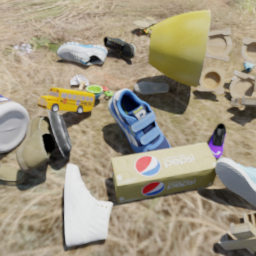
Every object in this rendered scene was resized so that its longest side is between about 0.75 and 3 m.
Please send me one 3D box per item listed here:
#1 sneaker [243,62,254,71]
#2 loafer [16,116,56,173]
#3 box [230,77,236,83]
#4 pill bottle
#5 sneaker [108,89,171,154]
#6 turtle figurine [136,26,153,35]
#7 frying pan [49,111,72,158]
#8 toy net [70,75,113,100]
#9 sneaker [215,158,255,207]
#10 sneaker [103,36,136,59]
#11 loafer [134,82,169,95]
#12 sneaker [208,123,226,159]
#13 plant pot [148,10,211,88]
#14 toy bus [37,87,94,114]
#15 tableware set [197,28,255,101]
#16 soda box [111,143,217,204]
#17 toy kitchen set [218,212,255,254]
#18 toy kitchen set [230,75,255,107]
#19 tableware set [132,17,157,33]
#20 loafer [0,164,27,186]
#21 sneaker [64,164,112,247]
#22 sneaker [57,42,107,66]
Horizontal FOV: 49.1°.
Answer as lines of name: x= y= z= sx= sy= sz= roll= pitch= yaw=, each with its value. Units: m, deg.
sneaker: x=5.303 y=-2.671 z=12.354 sx=0.933 sy=0.382 sz=0.345 roll=0 pitch=2 yaw=-44
loafer: x=-2.669 y=0.429 z=8.709 sx=0.874 sy=0.985 sz=2.592 roll=-9 pitch=33 yaw=1
box: x=4.778 y=-1.887 z=11.876 sx=0.784 sy=0.136 sz=0.431 roll=34 pitch=54 yaw=29
pill bottle: x=-4.929 y=-0.493 z=9.330 sx=2.956 sy=1.710 sz=1.710 roll=25 pitch=50 yaw=22
sneaker: x=0.411 y=-0.036 z=8.798 sx=1.047 sy=1.165 sz=2.832 roll=-38 pitch=83 yaw=-24
turtle figurine: x=1.019 y=-5.322 z=15.194 sx=1.060 sy=0.341 sz=0.855 roll=8 pitch=44 yaw=12
frying pan: x=-2.181 y=0.170 z=9.266 sx=0.419 sy=1.557 sz=2.573 roll=-18 pitch=3 yaw=-6
toy net: x=-1.573 y=-1.774 z=11.430 sx=1.136 sy=0.418 sz=2.166 roll=-22 pitch=42 yaw=-32
sneaker: x=3.196 y=1.363 z=7.729 sx=2.031 sy=0.751 sz=0.832 roll=42 pitch=48 yaw=-15
sneaker: x=-0.439 y=-3.762 z=13.196 sx=0.992 sy=0.698 sz=1.868 roll=-1 pitch=29 yaw=-34
loafer: x=0.913 y=-1.591 z=11.284 sx=1.454 sy=0.508 sz=0.507 roll=0 pitch=5 yaw=-17
sneaker: x=2.928 y=0.364 z=9.185 sx=0.483 sy=0.690 sz=1.388 roll=12 pitch=46 yaw=16
plant pot: x=1.808 y=-3.003 z=10.454 sx=1.946 sy=2.741 sz=2.741 roll=9 pitch=45 yaw=7
toy bus: x=-2.113 y=-0.935 z=9.729 sx=0.646 sy=0.777 sz=1.984 roll=17 pitch=10 yaw=38
tableware set: x=4.044 y=-2.414 z=10.959 sx=2.479 sy=0.344 sz=2.967 roll=9 pitch=90 yaw=8
soda box: x=1.027 y=1.283 z=8.102 sx=2.929 sy=0.938 sz=0.992 roll=-9 pitch=45 yaw=-8
toy kitchen set: x=2.766 y=2.449 z=6.984 sx=0.922 sy=1.130 sz=1.020 roll=-25 pitch=34 yaw=32
toy kitchen set: x=4.464 y=-1.396 z=10.308 sx=1.081 sy=1.195 sz=1.325 roll=8 pitch=7 yaw=42
tableware set: x=1.430 y=-5.640 z=15.452 sx=1.897 sy=0.263 sz=2.271 roll=27 pitch=42 yaw=18
loafer: x=-3.700 y=1.373 z=8.352 sx=1.342 sy=0.452 sz=0.510 roll=5 pitch=45 yaw=5
sneaker: x=-1.051 y=1.949 z=7.474 sx=1.241 sy=0.791 sz=2.147 roll=-6 pitch=61 yaw=-6
sneaker: x=-2.144 y=-3.300 z=12.843 sx=2.307 sy=0.865 sz=1.000 roll=0 pitch=50 yaw=0
